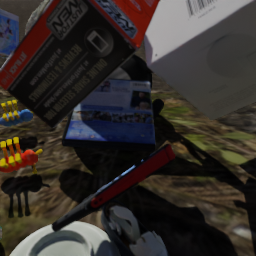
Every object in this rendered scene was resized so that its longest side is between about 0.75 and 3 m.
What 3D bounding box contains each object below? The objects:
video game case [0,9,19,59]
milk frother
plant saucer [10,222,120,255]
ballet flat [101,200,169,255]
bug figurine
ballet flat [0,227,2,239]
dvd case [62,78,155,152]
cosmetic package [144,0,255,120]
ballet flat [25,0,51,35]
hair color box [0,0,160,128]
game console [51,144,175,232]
[{"bbox_3d":[-2.291,-1.671,4.866,0.188,0.826,0.749,-11,-11,40],"label":"video game case"},{"bbox_3d":[-0.151,-1.590,8.632,2.705,2.997,2.819,21,37,22],"label":"milk frother"},{"bbox_3d":[-1.127,2.292,4.672,2.074,0.521,2.074,0,32,0],"label":"plant saucer"},{"bbox_3d":[0.148,1.991,4.970,0.753,0.753,2.060,-20,37,-29],"label":"ballet flat"},{"bbox_3d":[-3.516,0.383,7.545,2.298,0.762,2.963,-15,38,-12],"label":"bug figurine"},{"bbox_3d":[-3.272,2.029,5.046,1.837,0.625,0.618,-1,42,1],"label":"ballet flat"},{"bbox_3d":[-0.349,-0.419,6.194,1.767,0.217,2.476,3,39,-1],"label":"dvd case"},{"bbox_3d":[2.245,-1.861,6.023,2.768,2.776,1.707,-26,50,32],"label":"cosmetic package"},{"bbox_3d":[-2.360,-3.380,8.321,0.797,2.222,0.797,24,-7,3],"label":"ballet flat"},{"bbox_3d":[-0.347,-1.187,3.252,1.224,0.739,2.412,-37,21,31],"label":"hair color box"},{"bbox_3d":[-0.227,0.824,3.807,1.480,1.673,0.260,-24,78,-37],"label":"game console"}]
